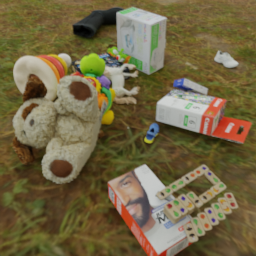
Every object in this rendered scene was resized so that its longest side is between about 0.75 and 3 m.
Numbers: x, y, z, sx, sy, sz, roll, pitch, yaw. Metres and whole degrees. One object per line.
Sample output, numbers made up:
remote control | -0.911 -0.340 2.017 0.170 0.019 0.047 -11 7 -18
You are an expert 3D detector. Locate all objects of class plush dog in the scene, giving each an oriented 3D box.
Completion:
plush dog | -2.150 -0.081 8.244 2.500 2.911 2.335 12 1 9

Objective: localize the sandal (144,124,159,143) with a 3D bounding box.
sandal | 0.821 0.124 9.322 0.345 0.378 0.868 18 43 9

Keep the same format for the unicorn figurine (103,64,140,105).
unicorn figurine | -0.317 -1.905 11.039 1.464 0.787 2.131 -9 61 13

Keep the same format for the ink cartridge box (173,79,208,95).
ink cartridge box | 2.365 -1.518 10.585 1.216 0.269 0.572 17 -7 -30

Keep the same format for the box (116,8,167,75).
box | 0.590 -3.909 12.586 1.117 2.310 2.038 -33 51 -32

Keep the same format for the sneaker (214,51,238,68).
sneaker | 4.613 -3.214 13.145 0.457 0.534 1.227 -29 50 -31

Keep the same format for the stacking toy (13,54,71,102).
stacking toy | -3.031 -2.256 11.147 1.876 1.876 2.567 14 36 16

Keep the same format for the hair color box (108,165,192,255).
hair color box | 0.538 2.023 6.851 1.203 0.694 2.170 -22 46 -24

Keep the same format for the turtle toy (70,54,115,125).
turtle toy | -1.372 -1.368 9.795 1.957 1.357 2.685 7 57 -6

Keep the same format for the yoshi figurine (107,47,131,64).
yoshi figurine | -0.395 -3.276 12.459 1.041 0.585 0.583 29 11 -3

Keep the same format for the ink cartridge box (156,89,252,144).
ink cartridge box | 2.575 -0.487 9.440 2.910 0.733 1.585 16 33 26

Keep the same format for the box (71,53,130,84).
box | -1.249 -2.586 12.437 1.997 0.496 1.982 -21 44 -22

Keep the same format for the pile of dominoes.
pile of dominoes | 1.652 1.641 6.535 1.756 0.280 1.368 -25 53 -25

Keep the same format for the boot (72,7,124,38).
boot | -1.601 -6.096 16.140 2.373 0.945 2.879 1 34 20
